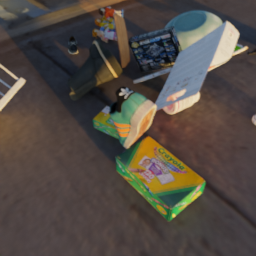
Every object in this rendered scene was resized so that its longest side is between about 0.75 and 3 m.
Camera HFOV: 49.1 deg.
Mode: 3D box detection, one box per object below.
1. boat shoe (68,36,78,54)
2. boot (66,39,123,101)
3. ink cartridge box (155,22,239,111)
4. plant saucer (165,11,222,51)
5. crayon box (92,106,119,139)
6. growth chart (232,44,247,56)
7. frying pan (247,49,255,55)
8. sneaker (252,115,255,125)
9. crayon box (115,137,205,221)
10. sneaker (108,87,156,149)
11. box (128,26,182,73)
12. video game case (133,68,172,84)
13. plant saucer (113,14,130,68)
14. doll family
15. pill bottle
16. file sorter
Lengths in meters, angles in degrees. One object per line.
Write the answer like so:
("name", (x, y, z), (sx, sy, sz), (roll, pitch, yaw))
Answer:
("boat shoe", (-2.329, -3.458, 11.733), (0.395, 0.371, 1.099), (-5, 47, -7))
("boot", (-1.491, -2.127, 10.019), (1.918, 1.074, 2.773), (-34, 29, 0))
("ink cartridge box", (1.905, -1.555, 8.109), (0.741, 2.112, 2.598), (31, 66, -20))
("plant saucer", (2.510, -4.124, 11.358), (2.511, 0.483, 2.511), (-11, 50, 13))
("crayon box", (-0.349, -0.120, 8.360), (1.239, 0.361, 0.736), (24, 50, 23))
("growth chart", (4.150, -3.528, 11.968), (1.580, 0.140, 1.143), (34, 53, 28))
("frying pan", (6.119, -3.181, 11.409), (1.637, 0.441, 2.706), (30, 54, 27))
("sneaker", (4.555, -0.244, 8.364), (1.545, 0.547, 0.564), (9, 46, 9))
("crayon box", (0.734, 1.168, 6.896), (1.162, 0.570, 1.957), (-30, 51, -28))
("sneaker", (0.014, -0.239, 6.783), (0.917, 2.296, 0.819), (43, 67, 10))
("box", (0.994, -2.730, 9.926), (1.673, 1.329, 0.385), (-5, 42, 30))
("video game case", (0.822, -1.787, 9.628), (1.032, 0.130, 1.134), (-22, 10, -16))
("plant saucer", (-0.219, -3.212, 10.331), (0.362, 1.932, 1.932), (-10, 45, -1))
("doll family", (-0.921, -4.401, 12.472), (1.304, 0.947, 2.101), (3, 62, -6))
("pill bottle", (1.673, -0.923, 8.903), (1.202, 0.681, 0.681), (-23, 49, -34))
("file sorter", (-4.099, -0.775, 7.600), (1.289, 2.071, 1.437), (41, 42, -21))
